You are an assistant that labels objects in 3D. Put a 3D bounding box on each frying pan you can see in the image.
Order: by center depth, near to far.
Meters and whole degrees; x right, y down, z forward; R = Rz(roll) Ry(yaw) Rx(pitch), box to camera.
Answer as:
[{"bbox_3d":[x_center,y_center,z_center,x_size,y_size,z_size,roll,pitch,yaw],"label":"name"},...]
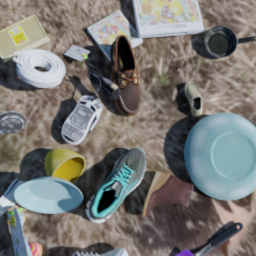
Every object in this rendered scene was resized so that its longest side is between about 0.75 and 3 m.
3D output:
[{"bbox_3d":[-4.122,-0.022,9.143,1.572,0.951,0.256,-23,49,-7],"label":"frying pan"},{"bbox_3d":[3.715,-3.305,10.268,2.039,0.332,1.233,-27,86,-7],"label":"frying pan"}]

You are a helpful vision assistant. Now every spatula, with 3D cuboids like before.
[{"bbox_3d":[2.411,3.657,8.476,2.654,0.273,0.750,-31,70,-11],"label":"spatula"}]

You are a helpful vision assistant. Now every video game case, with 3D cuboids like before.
[{"bbox_3d":[-0.500,-3.456,10.443,1.447,0.182,1.591,-33,78,-9],"label":"video game case"},{"bbox_3d":[1.411,-4.724,10.640,2.446,0.308,2.688,-6,74,-6],"label":"video game case"}]

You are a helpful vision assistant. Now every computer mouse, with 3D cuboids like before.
[{"bbox_3d":[-1.342,-0.574,9.346,1.374,0.550,2.505,32,90,14],"label":"computer mouse"}]

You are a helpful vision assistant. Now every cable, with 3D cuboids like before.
[{"bbox_3d":[-2.972,-2.011,9.533,1.582,0.548,1.583,-28,70,-42],"label":"cable"}]

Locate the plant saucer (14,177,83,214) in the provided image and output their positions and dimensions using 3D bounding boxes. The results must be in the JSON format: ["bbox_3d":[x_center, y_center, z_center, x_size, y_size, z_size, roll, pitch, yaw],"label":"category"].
[{"bbox_3d":[-2.318,1.919,8.283,1.948,1.948,0.375,-4,47,-1],"label":"plant saucer"}]

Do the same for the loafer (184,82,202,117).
[{"bbox_3d":[2.302,-1.042,9.656,0.496,0.447,1.310,-13,75,-3],"label":"loafer"}]

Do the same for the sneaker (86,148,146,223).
[{"bbox_3d":[-0.269,1.743,8.495,1.039,1.221,2.677,34,77,3],"label":"sneaker"}]

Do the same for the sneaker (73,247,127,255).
[{"bbox_3d":[-1.242,3.990,8.015,2.484,0.907,0.879,-26,92,-6],"label":"sneaker"}]

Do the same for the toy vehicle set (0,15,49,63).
[{"bbox_3d":[-4.014,-3.326,10.374,1.837,0.244,1.142,-29,77,-7],"label":"toy vehicle set"}]

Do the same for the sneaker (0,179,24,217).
[{"bbox_3d":[-3.672,2.258,8.783,0.520,0.493,1.292,32,80,-3],"label":"sneaker"}]

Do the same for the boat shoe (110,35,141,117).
[{"bbox_3d":[-0.107,-1.769,9.503,0.964,0.963,2.737,-11,82,-15],"label":"boat shoe"}]

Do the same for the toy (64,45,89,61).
[{"bbox_3d":[-1.833,-2.668,10.168,0.880,0.208,0.507,26,69,31],"label":"toy"}]

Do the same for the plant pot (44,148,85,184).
[{"bbox_3d":[-2.102,1.146,8.788,1.248,1.248,0.886,-45,58,-11],"label":"plant pot"}]

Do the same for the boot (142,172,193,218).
[{"bbox_3d":[1.230,2.230,8.713,1.305,0.568,1.569,22,73,7],"label":"boot"}]

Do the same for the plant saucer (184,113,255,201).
[{"bbox_3d":[3.211,0.878,8.834,2.845,0.548,2.845,1,84,-6],"label":"plant saucer"}]

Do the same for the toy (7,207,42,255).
[{"bbox_3d":[-2.875,3.557,8.090,0.599,1.461,2.538,-13,76,-37],"label":"toy"}]
